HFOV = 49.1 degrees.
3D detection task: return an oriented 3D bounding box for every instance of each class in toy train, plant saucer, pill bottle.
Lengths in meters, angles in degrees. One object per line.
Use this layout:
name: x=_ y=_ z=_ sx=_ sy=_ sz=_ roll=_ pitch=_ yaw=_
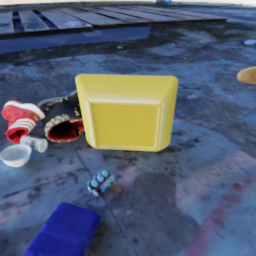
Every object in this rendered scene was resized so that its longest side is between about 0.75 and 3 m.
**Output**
toy train: x=-0.747 y=1.514 z=7.715 sx=0.356 sy=0.469 sz=0.820 roll=-23 pitch=14 yaw=49
plant saucer: x=-0.048 y=-0.222 z=8.503 sx=2.892 sy=2.893 sz=0.701 roll=1 pitch=46 yaw=3
pill bottle: x=-3.166 y=0.519 z=9.391 sx=0.801 sy=0.453 sz=0.453 roll=12 pitch=33 yaw=19

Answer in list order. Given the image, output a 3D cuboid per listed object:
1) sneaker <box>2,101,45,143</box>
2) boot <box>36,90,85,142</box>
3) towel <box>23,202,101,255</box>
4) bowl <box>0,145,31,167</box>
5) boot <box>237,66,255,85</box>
sneaker: x=-4.211 y=-0.218 z=10.188 sx=2.371 sy=0.929 sz=1.369 roll=-1 pitch=46 yaw=42
boot: x=-1.906 y=-0.571 z=10.578 sx=2.973 sy=1.088 sz=2.238 roll=-14 pitch=32 yaw=-15
towel: x=-1.403 y=2.451 z=6.302 sx=1.168 sy=0.392 sz=1.581 roll=15 pitch=33 yaw=11
bowl: x=-3.471 y=0.933 z=8.744 sx=0.911 sy=0.410 sz=0.911 roll=0 pitch=30 yaw=0
boot: x=6.801 y=-2.424 z=13.980 sx=2.546 sy=0.937 sz=0.961 roll=7 pitch=42 yaw=7
